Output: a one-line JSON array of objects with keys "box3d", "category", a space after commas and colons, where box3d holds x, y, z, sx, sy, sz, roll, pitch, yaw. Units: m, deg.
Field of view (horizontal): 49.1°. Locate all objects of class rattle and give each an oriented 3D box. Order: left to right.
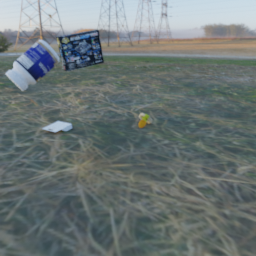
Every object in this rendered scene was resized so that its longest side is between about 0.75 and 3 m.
[{"box3d": [0.567, -0.237, 11.760, 0.608, 0.668, 0.934, 26, -11, -27], "category": "rattle"}]

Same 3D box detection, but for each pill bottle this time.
[{"box3d": [-2.904, -1.873, 8.513, 1.495, 0.865, 0.865, -46, 34, -11], "category": "pill bottle"}]

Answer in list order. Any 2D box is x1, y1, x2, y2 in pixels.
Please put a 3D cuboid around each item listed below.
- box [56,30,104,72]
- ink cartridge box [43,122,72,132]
[{"box3d": [-2.147, -3.541, 12.781, 1.925, 1.530, 0.443, -19, 26, -22], "category": "box"}, {"box3d": [-2.772, 0.025, 10.949, 0.736, 0.258, 0.906, 11, 30, 28], "category": "ink cartridge box"}]
